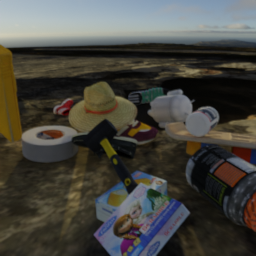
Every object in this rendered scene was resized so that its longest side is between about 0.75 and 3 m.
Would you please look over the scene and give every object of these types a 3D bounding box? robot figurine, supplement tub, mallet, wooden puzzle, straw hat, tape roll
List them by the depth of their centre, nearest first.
[{"bbox_3d":[2.173,1.201,5.826,1.164,1.164,1.899,-9,23,-22],"label":"supplement tub"},{"bbox_3d":[-0.269,0.554,6.553,0.896,0.560,2.721,-47,33,-5],"label":"mallet"},{"bbox_3d":[1.804,-0.169,6.758,0.590,0.590,0.840,14,23,31],"label":"supplement tub"},{"bbox_3d":[2.668,0.451,7.717,2.995,0.693,2.774,12,7,18],"label":"wooden puzzle"},{"bbox_3d":[-2.364,0.450,8.551,1.663,0.549,1.663,2,20,-1],"label":"tape roll"},{"bbox_3d":[-0.939,-0.929,9.232,2.477,1.048,2.477,-3,34,2],"label":"straw hat"},{"bbox_3d":[1.594,-0.686,10.432,1.037,1.557,1.836,24,-17,-40],"label":"robot figurine"}]

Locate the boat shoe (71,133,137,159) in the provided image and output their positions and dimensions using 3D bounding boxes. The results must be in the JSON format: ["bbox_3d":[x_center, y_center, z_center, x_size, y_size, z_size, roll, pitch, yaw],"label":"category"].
[{"bbox_3d":[-0.688,0.581,8.032,1.916,0.635,0.716,9,-24,-14],"label":"boat shoe"}]

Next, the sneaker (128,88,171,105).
[{"bbox_3d":[1.066,-1.601,13.689,2.168,0.807,0.949,-2,16,-4],"label":"sneaker"}]

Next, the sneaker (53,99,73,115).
[{"bbox_3d":[-2.642,-0.840,12.290,0.699,0.474,1.211,19,39,22],"label":"sneaker"}]

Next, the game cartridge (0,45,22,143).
[{"bbox_3d":[-3.714,-1.216,7.490,2.322,2.634,0.427,35,43,26],"label":"game cartridge"}]

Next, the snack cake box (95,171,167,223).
[{"bbox_3d":[0.108,1.513,5.938,0.834,0.487,1.450,12,24,36],"label":"snack cake box"}]

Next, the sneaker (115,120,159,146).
[{"bbox_3d":[-0.216,-0.149,9.338,2.498,1.125,0.936,5,23,19],"label":"sneaker"}]

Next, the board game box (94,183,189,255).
[{"bbox_3d":[0.147,1.437,4.151,1.156,0.238,1.153,-45,21,-18],"label":"board game box"}]
